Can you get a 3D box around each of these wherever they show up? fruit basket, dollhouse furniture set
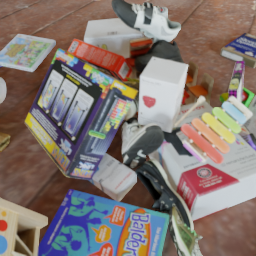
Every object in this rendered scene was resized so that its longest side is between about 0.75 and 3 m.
[{"bbox_3d":[3.406,-0.871,8.913,0.959,0.959,0.691,-21,47,-21],"label":"fruit basket"},{"bbox_3d":[0.923,-1.707,9.368,2.931,1.510,2.899,-17,45,-17],"label":"dollhouse furniture set"}]

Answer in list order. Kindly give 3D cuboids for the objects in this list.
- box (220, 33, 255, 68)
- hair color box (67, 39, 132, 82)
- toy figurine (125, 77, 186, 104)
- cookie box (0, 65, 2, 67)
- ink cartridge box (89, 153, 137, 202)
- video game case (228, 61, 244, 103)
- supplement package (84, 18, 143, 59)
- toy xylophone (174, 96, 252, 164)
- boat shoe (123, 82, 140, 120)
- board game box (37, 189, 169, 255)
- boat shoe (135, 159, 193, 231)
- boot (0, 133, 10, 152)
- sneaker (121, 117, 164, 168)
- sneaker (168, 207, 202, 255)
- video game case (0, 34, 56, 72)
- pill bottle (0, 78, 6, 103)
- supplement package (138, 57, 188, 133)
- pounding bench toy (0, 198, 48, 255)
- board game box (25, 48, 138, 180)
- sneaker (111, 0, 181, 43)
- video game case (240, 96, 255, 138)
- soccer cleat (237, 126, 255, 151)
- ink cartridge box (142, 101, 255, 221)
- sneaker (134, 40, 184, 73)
[{"bbox_3d":[5.343,-3.477,12.128,1.551,0.415,2.560,33,50,30],"label":"box"},{"bbox_3d":[-0.956,-2.234,9.430,2.014,1.022,0.617,26,85,25],"label":"hair color box"},{"bbox_3d":[0.630,-0.676,8.025,1.791,1.073,0.945,24,16,25],"label":"toy figurine"},{"bbox_3d":[-5.568,-2.470,11.093,0.685,0.301,0.801,21,46,21],"label":"cookie box"},{"bbox_3d":[-0.408,1.212,6.945,1.031,0.443,0.755,31,57,27],"label":"ink cartridge box"},{"bbox_3d":[2.995,-0.889,7.782,0.259,1.447,1.311,9,49,25],"label":"video game case"},{"bbox_3d":[-0.502,-3.533,11.429,2.237,1.240,1.742,-4,42,4],"label":"supplement package"},{"bbox_3d":[1.824,-0.037,6.262,1.295,0.444,1.769,38,70,12],"label":"toy xylophone"},{"bbox_3d":[-0.478,-0.746,8.024,0.814,0.973,2.723,-48,24,-24],"label":"boat shoe"},{"bbox_3d":[-0.483,2.348,5.685,2.337,0.526,1.777,11,44,12],"label":"board game box"},{"bbox_3d":[0.741,1.557,6.248,0.605,0.682,1.824,-18,67,-25],"label":"boat shoe"},{"bbox_3d":[-3.986,0.135,8.223,1.244,0.411,1.089,14,55,15],"label":"boot"},{"bbox_3d":[0.177,0.132,6.811,0.766,2.031,1.168,-3,64,-19],"label":"sneaker"},{"bbox_3d":[1.125,2.073,5.354,0.524,0.455,1.183,-12,65,-11],"label":"sneaker"},{"bbox_3d":[-3.453,-2.560,9.401,1.478,0.179,1.624,13,52,12],"label":"video game case"},{"bbox_3d":[-5.116,-1.355,9.376,1.777,0.984,0.984,10,44,10],"label":"pill bottle"},{"bbox_3d":[0.797,-0.774,6.686,0.887,1.462,0.876,16,47,16],"label":"supplement package"},{"bbox_3d":[-2.566,2.077,4.267,1.360,2.189,1.708,-32,42,20],"label":"pounding bench toy"},{"bbox_3d":[-1.377,-0.483,7.152,0.823,2.400,2.904,17,14,-44],"label":"board game box"},{"bbox_3d":[0.685,-3.767,9.348,2.590,1.146,0.960,18,54,-34],"label":"sneaker"},{"bbox_3d":[4.534,-0.035,8.484,2.052,0.267,2.255,25,47,24],"label":"video game case"},{"bbox_3d":[3.001,0.334,7.170,0.471,0.439,1.286,-32,11,15],"label":"soccer cleat"},{"bbox_3d":[1.746,0.661,7.076,1.976,1.123,2.712,-15,45,-16],"label":"ink cartridge box"},{"bbox_3d":[0.979,-2.466,9.535,0.867,1.036,2.283,-7,9,44],"label":"sneaker"}]
